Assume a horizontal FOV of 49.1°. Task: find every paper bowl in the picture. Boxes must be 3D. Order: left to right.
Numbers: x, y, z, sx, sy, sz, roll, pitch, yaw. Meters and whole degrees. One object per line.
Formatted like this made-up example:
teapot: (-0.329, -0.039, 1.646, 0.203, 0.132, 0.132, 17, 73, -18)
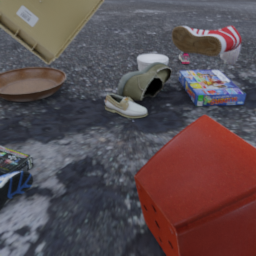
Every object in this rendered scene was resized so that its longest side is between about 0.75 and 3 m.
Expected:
paper bowl: (3.286, -2.530, 9.089, 0.466, 0.897, 0.897, 8, 31, 6)

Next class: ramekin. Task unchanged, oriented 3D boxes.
ramekin: (1.055, -2.734, 12.214, 1.367, 0.637, 1.367, 0, 29, 0)

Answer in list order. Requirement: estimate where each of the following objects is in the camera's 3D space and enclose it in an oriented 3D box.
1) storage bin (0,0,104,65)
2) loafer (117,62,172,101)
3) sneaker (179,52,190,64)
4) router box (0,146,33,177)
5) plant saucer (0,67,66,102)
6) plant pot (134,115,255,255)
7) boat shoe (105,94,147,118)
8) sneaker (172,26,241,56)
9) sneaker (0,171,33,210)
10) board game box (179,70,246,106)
storage bin: (-2.112, -3.132, 6.943, 2.214, 2.198, 1.037, 38, 13, -24)
loafer: (0.804, -1.530, 9.898, 1.012, 1.092, 2.904, 34, 40, 21)
sneaker: (2.804, -3.518, 13.720, 0.522, 0.484, 1.296, 1, 30, 2)
router box: (-2.839, 0.832, 6.387, 1.048, 0.325, 0.785, 14, 33, 21)
plant saucer: (-3.698, -1.603, 10.403, 2.806, 0.513, 2.806, 0, 31, 0)
plant pot: (1.142, 1.189, 4.496, 1.629, 1.847, 1.848, -22, 36, -14)
boat shoe: (-0.093, -0.705, 8.852, 1.478, 0.505, 0.552, 14, 33, 22)
sneaker: (2.346, -2.677, 8.410, 1.182, 0.749, 2.102, -21, 36, -26)
sneaker: (-2.598, 1.317, 5.502, 1.438, 0.545, 0.554, -26, 14, -35)
board game box: (2.988, -1.545, 10.369, 1.677, 0.427, 2.478, -2, 30, -3)
